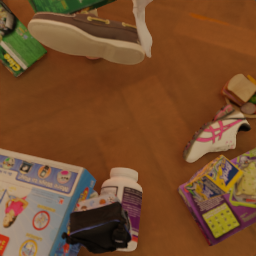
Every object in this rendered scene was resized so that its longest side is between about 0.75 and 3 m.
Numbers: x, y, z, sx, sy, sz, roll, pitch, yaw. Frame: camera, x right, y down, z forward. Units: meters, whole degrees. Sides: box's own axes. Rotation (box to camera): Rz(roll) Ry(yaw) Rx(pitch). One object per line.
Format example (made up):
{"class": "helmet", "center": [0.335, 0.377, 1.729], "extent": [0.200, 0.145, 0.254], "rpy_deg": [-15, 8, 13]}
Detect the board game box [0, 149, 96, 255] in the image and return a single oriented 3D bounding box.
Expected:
{"class": "board game box", "center": [-2.551, 2.029, 6.246], "extent": [2.866, 0.801, 2.806], "rpy_deg": [10, 64, 21]}

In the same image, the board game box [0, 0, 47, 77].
{"class": "board game box", "center": [-3.960, -3.002, 8.801], "extent": [2.588, 0.304, 1.356], "rpy_deg": [49, 66, -16]}

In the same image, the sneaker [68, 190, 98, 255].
{"class": "sneaker", "center": [-1.258, 2.327, 6.535], "extent": [0.791, 0.778, 2.054], "rpy_deg": [-6, 62, 29]}

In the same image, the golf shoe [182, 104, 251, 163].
{"class": "golf shoe", "center": [2.440, 0.270, 7.657], "extent": [2.203, 0.800, 1.015], "rpy_deg": [-39, 70, -17]}

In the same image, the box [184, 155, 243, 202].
{"class": "box", "center": [1.226, 0.793, 4.198], "extent": [0.373, 1.161, 0.407], "rpy_deg": [43, 73, 11]}

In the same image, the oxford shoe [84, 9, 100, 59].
{"class": "oxford shoe", "center": [-1.345, -3.412, 9.431], "extent": [0.869, 0.906, 2.455], "rpy_deg": [-13, 64, -6]}

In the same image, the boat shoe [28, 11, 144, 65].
{"class": "boat shoe", "center": [-0.968, -2.416, 7.151], "extent": [2.934, 1.054, 0.873], "rpy_deg": [9, 71, -15]}

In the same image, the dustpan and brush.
{"class": "dustpan and brush", "center": [0.220, -3.005, 6.216], "extent": [0.820, 2.866, 2.000], "rpy_deg": [-24, 26, 8]}

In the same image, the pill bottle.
{"class": "pill bottle", "center": [-0.207, 1.926, 6.706], "extent": [1.021, 1.021, 1.816], "rpy_deg": [7, 64, 4]}

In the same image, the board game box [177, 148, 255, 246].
{"class": "board game box", "center": [2.815, 1.666, 7.216], "extent": [2.648, 0.428, 1.589], "rpy_deg": [-23, 70, -11]}

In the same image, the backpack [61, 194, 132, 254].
{"class": "backpack", "center": [-0.438, 1.730, 4.923], "extent": [1.113, 1.061, 0.858], "rpy_deg": [-13, 40, 10]}

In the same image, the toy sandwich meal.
{"class": "toy sandwich meal", "center": [3.615, -1.000, 8.448], "extent": [1.496, 0.512, 1.496], "rpy_deg": [0, 63, 0]}

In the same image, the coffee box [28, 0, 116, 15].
{"class": "coffee box", "center": [-1.564, -3.809, 7.622], "extent": [2.355, 0.518, 1.448], "rpy_deg": [-30, 95, -17]}
